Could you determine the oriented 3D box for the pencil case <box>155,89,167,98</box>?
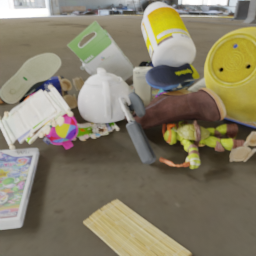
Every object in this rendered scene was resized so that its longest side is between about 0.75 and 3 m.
[{"bbox_3d":[1.559,-1.527,11.012,0.890,0.820,1.926,16,41,0],"label":"pencil case"}]

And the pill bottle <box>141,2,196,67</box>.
[{"bbox_3d":[1.384,-3.437,10.420,1.544,1.544,2.827,-5,54,-10],"label":"pill bottle"}]

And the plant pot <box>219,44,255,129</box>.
[{"bbox_3d":[4.448,-1.460,9.503,2.722,2.722,2.447,23,42,36],"label":"plant pot"}]

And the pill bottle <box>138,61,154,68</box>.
[{"bbox_3d":[1.473,-2.608,13.318,1.947,1.089,1.089,18,32,31],"label":"pill bottle"}]

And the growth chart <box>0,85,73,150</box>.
[{"bbox_3d":[-2.654,-0.287,7.836,2.100,0.186,1.520,-31,63,1],"label":"growth chart"}]

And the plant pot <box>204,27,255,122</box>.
[{"bbox_3d":[3.350,-1.690,8.042,2.862,2.862,2.032,23,9,38],"label":"plant pot"}]

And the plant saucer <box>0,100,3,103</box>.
[{"bbox_3d":[-5.389,-1.173,11.540,0.848,0.159,0.848,1,28,0],"label":"plant saucer"}]

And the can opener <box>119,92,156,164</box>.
[{"bbox_3d":[0.326,-0.046,7.539,0.673,2.014,0.537,-30,-19,16],"label":"can opener"}]

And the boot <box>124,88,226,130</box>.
[{"bbox_3d":[1.228,-0.328,8.116,2.265,0.985,2.723,-27,20,-9],"label":"boot"}]

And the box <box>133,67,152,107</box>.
[{"bbox_3d":[0.521,-1.162,9.675,0.606,1.772,0.728,1,20,8],"label":"box"}]

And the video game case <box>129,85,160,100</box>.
[{"bbox_3d":[0.774,-1.437,11.932,2.092,0.263,2.299,17,32,30],"label":"video game case"}]

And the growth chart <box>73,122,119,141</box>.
[{"bbox_3d":[-1.143,0.018,9.198,1.690,0.150,1.223,-12,30,-24],"label":"growth chart"}]

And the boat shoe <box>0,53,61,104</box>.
[{"bbox_3d":[-3.553,-1.815,10.123,2.576,0.925,0.871,-46,16,-22],"label":"boat shoe"}]

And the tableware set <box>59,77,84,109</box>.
[{"bbox_3d":[-2.043,-1.392,10.929,0.177,1.273,1.524,-29,-7,39],"label":"tableware set"}]

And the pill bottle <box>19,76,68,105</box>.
[{"bbox_3d":[-3.418,-1.451,11.119,1.849,1.034,1.034,-12,29,-21],"label":"pill bottle"}]

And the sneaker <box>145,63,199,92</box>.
[{"bbox_3d":[1.411,-1.557,9.410,2.291,0.942,0.847,-11,68,-38],"label":"sneaker"}]

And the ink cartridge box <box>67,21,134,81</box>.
[{"bbox_3d":[-1.091,-3.028,11.753,1.491,2.872,0.852,-36,40,12],"label":"ink cartridge box"}]

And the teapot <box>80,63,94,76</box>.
[{"bbox_3d":[-1.343,-2.982,13.426,1.617,1.596,1.181,-22,60,5],"label":"teapot"}]

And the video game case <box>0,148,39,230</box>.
[{"bbox_3d":[-3.271,1.327,6.550,1.966,0.247,2.746,-4,27,-8],"label":"video game case"}]

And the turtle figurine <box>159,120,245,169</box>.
[{"bbox_3d":[1.974,0.199,8.003,2.263,0.904,2.807,2,24,-1],"label":"turtle figurine"}]

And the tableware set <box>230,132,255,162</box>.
[{"bbox_3d":[3.278,0.502,6.891,1.438,1.201,0.167,5,42,-11],"label":"tableware set"}]

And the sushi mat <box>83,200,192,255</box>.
[{"bbox_3d":[0.109,2.054,5.259,0.959,0.121,2.005,-25,36,-38],"label":"sushi mat"}]

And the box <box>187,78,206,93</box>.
[{"bbox_3d":[3.204,-1.399,11.225,1.007,0.838,2.451,18,32,30],"label":"box"}]

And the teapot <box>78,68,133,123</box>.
[{"bbox_3d":[-0.808,-1.205,9.748,2.176,1.589,2.147,13,31,34],"label":"teapot"}]

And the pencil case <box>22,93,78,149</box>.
[{"bbox_3d":[-2.508,-0.296,8.827,1.121,1.121,2.536,-16,31,-29],"label":"pencil case"}]
